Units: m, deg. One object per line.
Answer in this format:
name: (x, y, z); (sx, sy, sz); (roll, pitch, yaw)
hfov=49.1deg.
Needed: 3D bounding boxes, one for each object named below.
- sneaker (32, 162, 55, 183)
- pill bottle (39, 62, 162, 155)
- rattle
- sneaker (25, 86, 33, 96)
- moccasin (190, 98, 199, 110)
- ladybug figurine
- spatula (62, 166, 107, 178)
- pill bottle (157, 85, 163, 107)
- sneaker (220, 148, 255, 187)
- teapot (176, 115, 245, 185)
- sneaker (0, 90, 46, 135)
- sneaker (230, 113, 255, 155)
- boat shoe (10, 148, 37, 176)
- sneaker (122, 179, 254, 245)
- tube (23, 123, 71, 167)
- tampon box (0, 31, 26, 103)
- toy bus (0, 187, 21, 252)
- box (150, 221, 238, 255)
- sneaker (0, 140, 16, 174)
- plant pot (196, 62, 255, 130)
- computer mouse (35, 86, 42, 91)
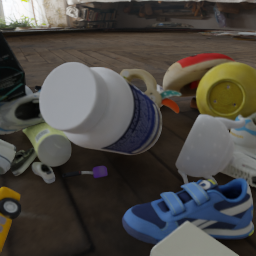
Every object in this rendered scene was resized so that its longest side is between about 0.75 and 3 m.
sneaker: (-1.896, 0.910, 6.279); (0.319, 0.309, 0.873); (-22, 32, -39)
pill bottle: (-0.430, -0.310, 5.865); (1.592, 1.592, 2.867); (12, -4, 25)
rattle: (0.424, -1.066, 7.522); (1.995, 1.425, 1.299); (28, 70, 21)
sneaker: (-4.646, -1.118, 10.375); (2.597, 0.949, 0.920); (5, 37, 28)
moccasin: (2.659, -0.868, 9.896); (0.452, 0.477, 1.237); (-7, 15, -16)
ladybug figurine: (2.532, -1.898, 9.810); (2.793, 1.005, 1.896); (-10, -19, -4)
spatula: (-0.958, 0.998, 6.200); (0.981, 0.101, 0.277); (-3, 53, -15)
pill bottle: (1.080, -1.168, 10.580); (0.643, 0.643, 1.157); (2, 24, 4)
sneaker: (2.530, 0.903, 5.993); (1.610, 0.615, 0.648); (11, 31, 24)
teapot: (1.655, 0.489, 5.699); (1.023, 1.400, 1.382); (27, 36, 13)
sneaker: (-2.376, -0.598, 8.011); (1.257, 1.088, 2.901); (-8, 18, 40)
sneaker: (3.682, 0.115, 7.236); (2.362, 0.954, 0.904); (-4, 22, -25)
boat shoe: (-2.459, 0.697, 6.592); (0.372, 0.335, 1.052); (-25, 20, 10)
sneaker: (0.978, 1.250, 4.451); (2.189, 0.900, 0.809); (-2, 17, -14)
tube: (-2.106, 0.220, 7.341); (0.846, 0.757, 2.914); (29, -1, -26)
tampon box: (-3.975, -1.378, 7.463); (1.885, 1.587, 2.515); (-29, 0, -22)
toy bus: (-2.089, 1.671, 3.440); (0.897, 0.745, 2.290); (30, 24, -20)
box: (1.225, 2.016, 2.762); (2.255, 0.927, 0.771); (29, 31, 37)
sneaker: (-3.276, 0.228, 5.739); (1.975, 0.721, 0.699); (35, 46, -21)
plant pot: (2.806, -0.854, 7.823); (2.016, 2.016, 1.431); (11, 12, 23)
computer mouse: (-2.885, -1.438, 10.671); (1.392, 0.305, 0.763); (15, 5, 35)
